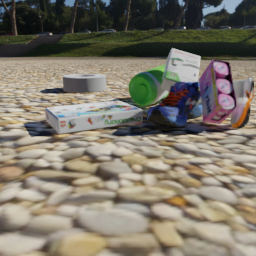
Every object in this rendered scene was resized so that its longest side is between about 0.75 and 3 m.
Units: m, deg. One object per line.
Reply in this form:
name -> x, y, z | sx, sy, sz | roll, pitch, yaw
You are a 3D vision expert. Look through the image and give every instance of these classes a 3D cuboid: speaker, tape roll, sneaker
speaker -> 1.283, -1.719, 10.307 | 1.236, 1.236, 2.796 | 13, 29, 38
tape roll -> -2.058, -2.147, 13.260 | 2.009, 0.664, 2.009 | 0, 15, 0
sneaker -> 1.297, -0.707, 7.572 | 1.012, 1.054, 2.687 | 8, 18, 29
sneaker -> 2.803, -0.634, 7.310 | 0.718, 0.591, 1.560 | 4, 53, 35

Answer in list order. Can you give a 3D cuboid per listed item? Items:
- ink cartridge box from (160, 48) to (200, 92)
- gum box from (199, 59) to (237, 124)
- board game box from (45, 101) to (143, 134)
ink cartridge box -> 1.707, -1.794, 9.064 | 1.045, 0.603, 1.430 | 16, 57, -1
gum box -> 2.280, -0.891, 7.216 | 0.495, 1.497, 0.850 | 8, -29, -9
board game box -> -0.932, -0.344, 7.494 | 2.259, 0.391, 1.426 | -8, 18, -26
